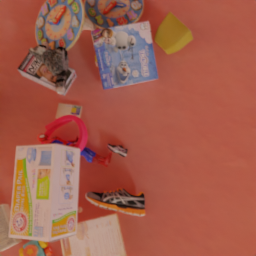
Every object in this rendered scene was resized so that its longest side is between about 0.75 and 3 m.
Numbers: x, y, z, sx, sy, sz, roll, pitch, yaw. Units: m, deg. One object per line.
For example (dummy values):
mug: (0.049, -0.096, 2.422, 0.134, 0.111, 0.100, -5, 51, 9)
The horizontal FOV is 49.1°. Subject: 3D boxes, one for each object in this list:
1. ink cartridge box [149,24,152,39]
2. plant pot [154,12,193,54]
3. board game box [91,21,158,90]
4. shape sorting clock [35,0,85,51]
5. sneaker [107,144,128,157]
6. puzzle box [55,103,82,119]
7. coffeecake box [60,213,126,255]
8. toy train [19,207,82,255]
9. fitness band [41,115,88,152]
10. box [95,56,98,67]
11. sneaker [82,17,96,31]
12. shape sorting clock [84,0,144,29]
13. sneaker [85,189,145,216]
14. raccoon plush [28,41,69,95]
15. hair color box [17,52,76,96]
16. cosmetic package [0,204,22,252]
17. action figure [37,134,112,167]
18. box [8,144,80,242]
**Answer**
ink cartridge box: (0.578, -3.546, 10.744, 0.594, 0.335, 0.809, -4, 74, -1)
plant pot: (1.598, -3.362, 10.346, 1.087, 1.056, 1.063, -46, 78, 14)
board game box: (-0.100, -2.550, 9.933, 2.034, 0.443, 2.044, -13, 99, -8)
shape sorting clock: (-2.573, -3.853, 10.247, 2.430, 0.477, 2.430, -6, 78, 32)
sneaker: (-0.355, 0.710, 9.607, 0.752, 0.302, 0.324, 29, 70, -4)
puzzle box: (-2.115, -0.550, 10.021, 0.862, 0.110, 0.573, 8, 74, 2)
coffeecake box: (-1.072, 3.536, 8.583, 1.808, 0.661, 1.388, -13, 75, -4)
toy train: (-2.471, 3.220, 8.680, 1.776, 0.658, 2.365, 8, 74, 2)
fitness band: (-2.150, 0.365, 9.221, 1.905, 0.357, 1.368, -26, 70, 23)
box: (-0.644, -2.509, 10.415, 1.146, 0.431, 0.287, -5, 74, 0)
sneaker: (-2.010, -3.925, 10.715, 1.736, 0.611, 0.696, 22, 84, 21)
shape sorting clock: (-0.571, -4.850, 11.043, 2.384, 0.468, 2.384, 0, 74, 0)
sneaker: (-0.381, 2.274, 8.943, 1.968, 0.770, 0.760, 14, 72, -6)
raccoon plush: (-2.755, -2.078, 9.483, 1.235, 0.892, 1.843, 0, 67, 3)
hair color box: (-2.930, -2.008, 10.192, 1.846, 0.560, 0.914, 25, 75, 6)
cosmetic package: (-3.934, 3.127, 8.803, 0.668, 0.472, 1.291, -24, 77, -7)
action figure: (-1.812, 0.647, 9.332, 2.545, 0.832, 0.658, 14, 106, 3)
box: (-2.343, 1.809, 8.048, 1.426, 1.285, 2.535, -5, 77, 22)
